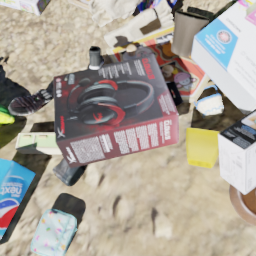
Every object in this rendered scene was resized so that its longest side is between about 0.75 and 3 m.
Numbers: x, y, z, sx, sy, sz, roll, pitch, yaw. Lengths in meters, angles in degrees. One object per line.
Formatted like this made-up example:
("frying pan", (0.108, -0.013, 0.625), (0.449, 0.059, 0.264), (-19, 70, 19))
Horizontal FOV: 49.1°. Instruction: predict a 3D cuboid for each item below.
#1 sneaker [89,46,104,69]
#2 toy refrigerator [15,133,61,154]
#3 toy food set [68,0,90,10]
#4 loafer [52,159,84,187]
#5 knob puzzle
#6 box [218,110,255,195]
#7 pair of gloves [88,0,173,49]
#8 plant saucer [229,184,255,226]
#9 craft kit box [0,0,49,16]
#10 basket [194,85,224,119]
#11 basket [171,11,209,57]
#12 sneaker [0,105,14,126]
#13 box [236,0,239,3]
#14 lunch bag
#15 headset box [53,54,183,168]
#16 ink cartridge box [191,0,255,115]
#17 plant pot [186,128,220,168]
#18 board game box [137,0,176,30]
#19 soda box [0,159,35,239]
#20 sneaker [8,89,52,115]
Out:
("sneaker", (-0.761, -1.792, 6.813), (0.336, 0.472, 0.951), (4, 30, -2))
("toy refrigerator", (-2.224, 0.397, 7.176), (1.183, 0.414, 0.449), (0, 66, 10))
("toy food set", (-1.124, -4.658, 9.583), (1.760, 0.532, 1.263), (26, 67, 12))
("loafer", (-1.192, 0.576, 7.084), (0.643, 0.647, 1.778), (30, 67, 18))
("knob puzzle", (1.104, -1.915, 8.109), (3.264, 0.453, 3.264), (-2, 57, 3))
("box", (3.386, 0.236, 6.635), (2.568, 1.498, 0.772), (-30, 38, -15))
("pair of gloves", (0.173, -2.991, 7.331), (2.074, 2.440, 0.428), (-24, 74, 6))
("plant saucer", (3.236, 1.623, 6.790), (1.496, 0.258, 1.496), (0, 64, 1))
("craft kit box", (-3.726, -5.244, 9.875), (2.405, 0.591, 2.435), (18, 66, 5))
("basket", (2.173, -0.726, 7.685), (0.759, 0.598, 0.860), (-16, 72, 0))
("basket", (1.643, -2.606, 7.850), (0.955, 1.059, 0.720), (11, 33, -2))
("sneaker", (-4.192, -0.888, 7.558), (2.672, 0.989, 1.116), (25, 71, 11))
("box", (4.250, -2.928, 8.296), (2.503, 1.372, 2.837), (29, 68, 13))
("lunch bag", (-1.635, 2.381, 6.344), (0.830, 0.399, 1.035), (17, 66, 7))
("headset box", (-0.196, -0.495, 6.654), (2.890, 1.084, 2.148), (-12, 51, 0))
("ink cartridge box", (3.341, -2.112, 6.617), (2.960, 1.253, 2.139), (-39, 76, 0))
("plant pot", (1.833, 0.535, 6.928), (0.854, 0.854, 0.753), (9, 72, 19))
("board game box", (1.020, -4.322, 8.427), (0.483, 2.157, 1.450), (0, 54, -28))
("soda box", (-3.052, 1.832, 6.281), (0.749, 0.708, 2.207), (2, 60, 40))
("sneaker", (-2.649, -0.515, 7.402), (0.504, 0.770, 1.333), (53, 39, 0))
